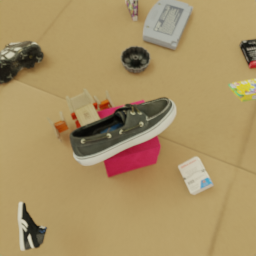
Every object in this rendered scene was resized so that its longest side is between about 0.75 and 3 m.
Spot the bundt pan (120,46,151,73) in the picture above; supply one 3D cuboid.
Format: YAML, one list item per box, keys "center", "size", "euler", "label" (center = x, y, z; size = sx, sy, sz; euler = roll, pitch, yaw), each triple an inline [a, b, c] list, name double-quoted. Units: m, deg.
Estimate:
- center: [0.245, -2.289, 9.582]
  size: [1.033, 0.388, 1.033]
  euler: [0, 64, -1]
  label: "bundt pan"

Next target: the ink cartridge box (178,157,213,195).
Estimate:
- center: [1.827, 1.298, 7.617]
  size: [0.611, 0.353, 0.837]
  euler: [-31, 59, 18]
  label: "ink cartridge box"

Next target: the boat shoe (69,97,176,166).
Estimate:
- center: [-0.046, -0.083, 6.000]
  size: [2.557, 0.724, 0.878]
  euler: [-29, 40, -17]
  label: "boat shoe"

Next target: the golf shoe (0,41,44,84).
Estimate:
- center: [-4.021, -2.227, 9.410]
  size: [2.304, 0.896, 1.089]
  euler: [-26, 48, -14]
  label: "golf shoe"

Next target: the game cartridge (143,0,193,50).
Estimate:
- center: [1.411, -3.916, 10.394]
  size: [1.442, 0.450, 2.166]
  euler: [19, 65, 14]
  label: "game cartridge"

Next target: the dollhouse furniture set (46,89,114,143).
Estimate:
- center: [-1.199, -0.256, 7.742]
  size: [1.856, 1.836, 0.956]
  euler: [-26, 80, -11]
  label: "dollhouse furniture set"

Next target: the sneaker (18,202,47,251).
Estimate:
- center: [-1.978, 2.005, 5.832]
  size: [0.548, 0.358, 0.980]
  euler: [-4, 90, -17]
  label: "sneaker"

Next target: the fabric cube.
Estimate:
- center: [-0.084, 0.316, 7.677]
  size: [1.474, 1.478, 1.450]
  euler: [-14, 65, -6]
  label: "fabric cube"

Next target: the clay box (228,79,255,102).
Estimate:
- center: [2.882, -0.896, 6.624]
  size: [0.948, 0.226, 0.545]
  euler: [-11, 42, -8]
  label: "clay box"

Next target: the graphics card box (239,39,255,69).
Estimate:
- center: [4.421, -2.607, 9.799]
  size: [0.687, 0.278, 1.095]
  euler: [-10, 65, -4]
  label: "graphics card box"

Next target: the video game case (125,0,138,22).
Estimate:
- center: [0.124, -4.752, 10.468]
  size: [0.196, 0.994, 1.097]
  euler: [-15, 65, -7]
  label: "video game case"
